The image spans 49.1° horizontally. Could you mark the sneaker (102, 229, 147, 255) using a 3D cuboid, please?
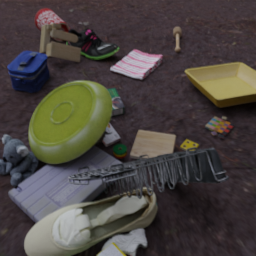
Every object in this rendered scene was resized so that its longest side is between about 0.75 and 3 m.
[{"bbox_3d":[-0.044,2.332,5.503,0.928,0.362,0.461,-17,54,-11],"label":"sneaker"}]

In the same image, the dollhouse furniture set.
[{"bbox_3d":[-2.955,-3.663,12.212,1.284,1.498,1.575,4,4,-35],"label":"dollhouse furniture set"}]

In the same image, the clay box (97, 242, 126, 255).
[{"bbox_3d":[0.046,3.174,4.258,1.447,0.599,2.518,-30,48,-31],"label":"clay box"}]

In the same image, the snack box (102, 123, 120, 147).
[{"bbox_3d":[-0.782,-0.049,8.277,0.474,0.160,1.318,-25,61,-23],"label":"snack box"}]

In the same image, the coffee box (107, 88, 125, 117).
[{"bbox_3d":[-1.005,-0.727,9.080,1.590,0.350,0.978,-13,54,-15],"label":"coffee box"}]

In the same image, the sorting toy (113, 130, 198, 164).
[{"bbox_3d":[0.755,0.597,7.564,2.187,0.370,1.054,8,40,11],"label":"sorting toy"}]

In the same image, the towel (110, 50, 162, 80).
[{"bbox_3d":[0.380,-2.678,11.637,1.495,0.306,2.042,19,43,23],"label":"towel"}]

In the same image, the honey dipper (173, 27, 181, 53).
[{"bbox_3d":[2.377,-4.209,13.495,0.421,0.421,2.217,4,44,5],"label":"honey dipper"}]

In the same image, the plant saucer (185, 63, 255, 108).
[{"bbox_3d":[3.544,-1.482,9.847,2.431,0.589,2.430,-10,36,-12],"label":"plant saucer"}]

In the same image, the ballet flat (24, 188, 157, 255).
[{"bbox_3d":[-0.631,1.791,5.480,2.743,0.953,0.953,-14,41,-22],"label":"ballet flat"}]

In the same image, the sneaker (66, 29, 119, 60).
[{"bbox_3d":[-1.648,-3.711,12.258,2.627,1.100,1.008,17,42,19],"label":"sneaker"}]

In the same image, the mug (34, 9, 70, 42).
[{"bbox_3d":[-3.586,-5.148,14.013,1.560,1.172,1.757,-27,50,-26],"label":"mug"}]

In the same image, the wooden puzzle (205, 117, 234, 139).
[{"bbox_3d":[2.805,-0.047,8.582,0.669,0.079,1.128,28,44,30],"label":"wooden puzzle"}]

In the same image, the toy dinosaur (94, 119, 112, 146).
[{"bbox_3d":[-1.345,-0.260,7.849,1.393,1.048,2.723,-7,32,-12],"label":"toy dinosaur"}]

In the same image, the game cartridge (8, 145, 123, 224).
[{"bbox_3d":[-1.391,1.301,6.713,1.529,0.453,2.358,32,50,27],"label":"game cartridge"}]

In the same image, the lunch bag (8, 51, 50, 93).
[{"bbox_3d":[-3.651,-2.105,10.269,1.088,1.060,1.602,9,42,5],"label":"lunch bag"}]

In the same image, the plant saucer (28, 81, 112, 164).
[{"bbox_3d":[-1.606,-0.306,7.171,2.518,0.391,2.518,-14,52,19],"label":"plant saucer"}]

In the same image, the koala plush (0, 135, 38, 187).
[{"bbox_3d":[-2.754,0.686,6.943,0.928,1.047,0.962,27,46,29],"label":"koala plush"}]

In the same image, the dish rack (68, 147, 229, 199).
[{"bbox_3d":[0.277,0.934,5.581,2.743,2.104,0.748,-8,84,-27],"label":"dish rack"}]
